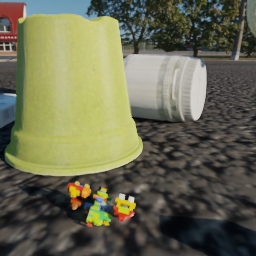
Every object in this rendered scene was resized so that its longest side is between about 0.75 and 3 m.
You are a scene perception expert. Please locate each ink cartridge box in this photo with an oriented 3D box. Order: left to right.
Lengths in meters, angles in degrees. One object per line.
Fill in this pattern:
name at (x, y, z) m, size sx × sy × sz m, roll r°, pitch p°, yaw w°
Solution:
ink cartridge box at (-4.386, -0.591, 8.257) m, size 2.536 × 0.515 × 2.531 m, roll 1°, pitch 16°, yaw 3°

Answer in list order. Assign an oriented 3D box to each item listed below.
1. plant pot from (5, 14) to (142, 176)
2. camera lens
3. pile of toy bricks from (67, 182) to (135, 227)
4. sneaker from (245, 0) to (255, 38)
plant pot at (-1.066, -0.791, 5.396) m, size 2.709 × 2.491 × 2.709 m, roll -1°, pitch 16°, yaw 0°
camera lens at (0.864, -1.119, 7.759) m, size 2.229 × 1.783 × 1.783 m, roll 8°, pitch 18°, yaw 27°
pile of toy bricks at (-0.359, 0.961, 3.262) m, size 0.810 × 0.449 × 0.400 m, roll 16°, pitch 45°, yaw 0°
sneaker at (3.093, -2.872, 5.158) m, size 1.014 × 2.879 × 1.346 m, roll -26°, pitch 37°, yaw -24°
